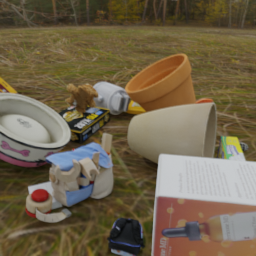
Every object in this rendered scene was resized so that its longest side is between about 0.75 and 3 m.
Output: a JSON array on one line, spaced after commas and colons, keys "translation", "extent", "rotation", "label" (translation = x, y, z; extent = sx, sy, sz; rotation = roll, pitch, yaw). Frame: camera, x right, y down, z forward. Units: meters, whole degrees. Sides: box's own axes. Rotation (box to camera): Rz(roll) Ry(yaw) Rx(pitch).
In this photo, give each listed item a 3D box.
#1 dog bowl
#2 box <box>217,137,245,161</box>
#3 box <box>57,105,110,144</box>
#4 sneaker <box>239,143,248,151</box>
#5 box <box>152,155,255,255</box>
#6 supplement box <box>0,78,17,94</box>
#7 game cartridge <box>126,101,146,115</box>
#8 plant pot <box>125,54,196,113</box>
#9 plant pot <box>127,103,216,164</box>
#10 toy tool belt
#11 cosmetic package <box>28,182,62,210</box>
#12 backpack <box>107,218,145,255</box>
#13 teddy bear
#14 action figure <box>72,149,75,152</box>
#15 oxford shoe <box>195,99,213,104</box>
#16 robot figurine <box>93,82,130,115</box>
[{"translation": [-3.428, 0.100, 9.240], "extent": [2.896, 1.068, 2.896], "rotation": [28, 22, -13], "label": "dog bowl"}, {"translation": [2.864, 1.371, 7.807], "extent": [0.561, 1.361, 2.319], "rotation": [4, 26, 7], "label": "box"}, {"translation": [-2.174, -0.271, 12.044], "extent": [1.959, 0.605, 2.453], "rotation": [13, 29, 21], "label": "box"}, {"translation": [4.085, 0.644, 10.527], "extent": [0.800, 0.310, 0.319], "rotation": [12, 20, 24], "label": "sneaker"}, {"translation": [1.933, 1.907, 5.851], "extent": [2.768, 2.108, 1.472], "rotation": [4, 26, 7], "label": "box"}, {"translation": [-5.471, -0.584, 10.619], "extent": [1.354, 2.011, 2.039], "rotation": [38, 43, 24], "label": "supplement box"}, {"translation": [0.757, -1.072, 14.044], "extent": [1.443, 0.266, 1.637], "rotation": [7, 26, 14], "label": "game cartridge"}, {"translation": [1.632, -1.572, 12.226], "extent": [2.920, 2.044, 2.920], "rotation": [-29, 22, 13], "label": "plant pot"}, {"translation": [1.377, 0.298, 9.086], "extent": [2.548, 2.386, 2.386], "rotation": [6, 26, 25], "label": "plant pot"}, {"translation": [-1.488, 1.124, 7.568], "extent": [1.704, 1.677, 2.729], "rotation": [26, 28, 34], "label": "toy tool belt"}, {"translation": [-2.355, 1.940, 7.905], "extent": [0.739, 0.253, 0.981], "rotation": [-12, 29, -23], "label": "cosmetic package"}, {"translation": [-0.034, 2.473, 6.392], "extent": [0.839, 0.646, 0.799], "rotation": [15, 31, 2], "label": "backpack"}, {"translation": [-1.880, -1.254, 11.445], "extent": [1.373, 1.893, 0.632], "rotation": [30, 55, 3], "label": "teddy bear"}, {"translation": [-1.789, 1.125, 9.495], "extent": [0.484, 0.382, 1.479], "rotation": [-9, 25, -13], "label": "action figure"}, {"translation": [3.009, -0.979, 13.258], "extent": [2.334, 0.832, 0.851], "rotation": [-14, 25, -26], "label": "oxford shoe"}, {"translation": [-0.931, -1.454, 13.596], "extent": [1.984, 1.321, 2.339], "rotation": [4, 16, -46], "label": "robot figurine"}]
